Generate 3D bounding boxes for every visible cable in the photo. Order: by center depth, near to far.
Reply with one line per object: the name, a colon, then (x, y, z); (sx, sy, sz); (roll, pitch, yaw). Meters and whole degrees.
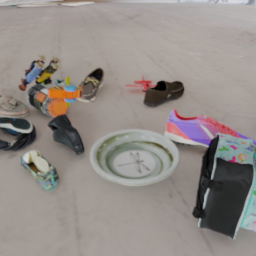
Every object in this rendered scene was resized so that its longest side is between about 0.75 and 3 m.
cable: (-4.203, 0.093, 9.899); (1.750, 0.545, 2.145); (-12, 33, -20)

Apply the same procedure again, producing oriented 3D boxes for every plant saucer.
plant saucer: (0.186, 0.965, 8.334); (2.617, 0.657, 2.617); (0, 30, 0)

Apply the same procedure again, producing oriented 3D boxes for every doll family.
doll family: (-4.035, -2.423, 12.612); (1.020, 1.503, 2.600); (55, 21, 7)

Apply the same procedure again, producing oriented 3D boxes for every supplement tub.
supplement tub: (-3.271, -1.081, 11.375); (1.680, 1.029, 1.029); (28, 41, 36)

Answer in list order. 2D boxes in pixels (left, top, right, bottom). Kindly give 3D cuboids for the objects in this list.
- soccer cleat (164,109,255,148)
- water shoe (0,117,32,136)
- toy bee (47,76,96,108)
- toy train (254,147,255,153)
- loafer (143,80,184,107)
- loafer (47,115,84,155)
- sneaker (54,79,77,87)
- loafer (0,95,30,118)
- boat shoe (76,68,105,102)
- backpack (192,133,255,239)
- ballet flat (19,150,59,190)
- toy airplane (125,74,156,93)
soccer cleat: (2.687, 0.133, 9.117); (2.969, 1.087, 1.013); (11, 11, 18)
water shoe: (-3.957, -0.006, 9.972); (1.511, 0.596, 0.540); (13, 48, 22)
toy bee: (-2.145, -1.298, 10.773); (1.755, 1.149, 0.954); (25, 21, -11)
toy train: (3.438, 0.827, 8.103); (1.670, 0.712, 0.952); (16, 12, -3)
loafer: (1.703, -1.696, 12.519); (0.912, 0.892, 2.500); (25, 39, 35)
loafer: (-2.122, 0.281, 9.455); (0.802, 0.775, 2.284); (-25, 37, -18)
sneaker: (-2.926, -1.995, 13.297); (1.400, 0.604, 0.543); (11, 33, 18)
loafer: (-5.260, -1.032, 11.504); (2.549, 0.801, 0.916); (11, 33, 18)
boat shoe: (-1.717, -2.049, 13.068); (0.942, 0.780, 2.621); (23, 33, 0)
backpack: (2.467, 1.210, 6.691); (1.681, 1.983, 2.233); (10, 23, 9)
ballet flat: (-2.636, 1.031, 8.219); (0.737, 0.737, 1.985); (-26, 40, -36)
toy airplane: (0.806, -2.132, 13.736); (2.118, 0.390, 2.118); (0, 31, 0)
